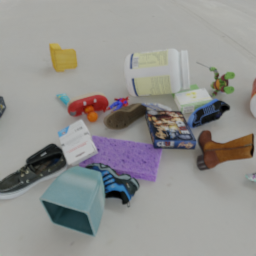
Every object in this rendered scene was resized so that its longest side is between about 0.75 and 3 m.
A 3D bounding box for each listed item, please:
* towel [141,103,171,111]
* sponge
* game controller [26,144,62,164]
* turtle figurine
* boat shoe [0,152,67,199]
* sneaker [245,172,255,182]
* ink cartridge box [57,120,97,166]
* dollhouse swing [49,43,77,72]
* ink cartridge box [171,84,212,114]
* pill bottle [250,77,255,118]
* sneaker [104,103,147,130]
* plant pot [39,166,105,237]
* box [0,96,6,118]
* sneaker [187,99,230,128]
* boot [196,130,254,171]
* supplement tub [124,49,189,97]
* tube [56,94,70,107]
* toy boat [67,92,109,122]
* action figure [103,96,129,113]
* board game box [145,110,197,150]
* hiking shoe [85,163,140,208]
[{"bbox_3d":[1.193,-0.881,11.875,0.825,0.134,1.123,17,-4,-36],"label":"towel"},{"bbox_3d":[-0.218,1.083,10.260,2.792,0.416,1.558,8,40,9],"label":"sponge"},{"bbox_3d":[-3.116,1.065,10.456,0.694,0.280,1.329,38,51,19],"label":"game controller"},{"bbox_3d":[4.042,-2.110,13.301,1.993,1.435,1.933,33,-3,-14],"label":"turtle figurine"},{"bbox_3d":[-3.272,1.505,9.427,2.525,0.715,0.867,-24,49,-28],"label":"boat shoe"},{"bbox_3d":[4.467,1.463,9.378,0.966,0.676,0.375,6,16,10],"label":"sneaker"},{"bbox_3d":[-1.767,0.629,9.927,1.024,0.590,1.768,-28,45,-3],"label":"ink cartridge box"},{"bbox_3d":[-3.673,-4.046,15.914,1.227,1.395,1.268,-17,42,-20],"label":"dollhouse swing"},{"bbox_3d":[2.932,-1.575,13.375,1.512,0.498,2.078,-10,44,-4],"label":"ink cartridge box"},{"bbox_3d":[6.502,-1.671,12.698,1.664,1.664,2.967,14,41,17],"label":"pill bottle"},{"bbox_3d":[-0.228,-0.473,12.008,2.325,0.819,0.878,-21,15,-38],"label":"sneaker"},{"bbox_3d":[-1.404,1.984,8.111,1.451,1.455,1.482,11,47,15],"label":"plant pot"},{"bbox_3d":[-6.749,-0.287,11.710,2.274,0.736,2.884,0,39,-1],"label":"box"},{"bbox_3d":[3.398,-0.550,11.759,1.986,0.697,0.774,-35,39,-18],"label":"sneaker"},{"bbox_3d":[3.379,0.515,9.817,1.966,0.673,1.851,-27,24,39],"label":"boot"},{"bbox_3d":[1.407,-2.599,13.213,2.838,2.058,2.058,-3,37,13],"label":"supplement tub"},{"bbox_3d":[-3.021,-1.365,13.465,0.503,0.327,1.298,-9,32,-32],"label":"tube"},{"bbox_3d":[-1.676,-0.790,12.257,1.815,1.185,1.187,-19,72,-21],"label":"toy boat"},{"bbox_3d":[-0.423,-1.075,12.778,0.603,0.477,1.844,33,35,12],"label":"action figure"},{"bbox_3d":[1.634,0.021,11.259,1.591,0.406,2.348,2,31,-7],"label":"board game box"},{"bbox_3d":[-0.698,1.778,9.101,2.085,0.776,0.904,14,50,27],"label":"hiking shoe"}]
